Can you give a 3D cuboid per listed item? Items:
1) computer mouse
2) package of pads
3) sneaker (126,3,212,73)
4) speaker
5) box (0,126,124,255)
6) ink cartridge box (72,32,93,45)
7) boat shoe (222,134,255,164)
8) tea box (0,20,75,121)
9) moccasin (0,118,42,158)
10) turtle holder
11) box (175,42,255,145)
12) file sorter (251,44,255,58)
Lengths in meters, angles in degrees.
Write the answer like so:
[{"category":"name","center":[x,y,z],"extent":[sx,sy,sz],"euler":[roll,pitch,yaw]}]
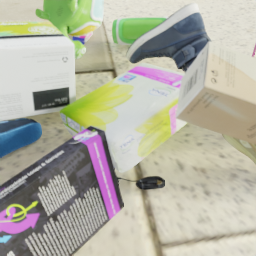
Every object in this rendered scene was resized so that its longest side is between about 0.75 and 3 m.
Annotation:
[{"category":"computer mouse","center":[-0.127,1.139,5.807],"extent":[1.798,0.306,0.527],"euler":[6,23,-1]},{"category":"package of pads","center":[0.170,-0.409,6.565],"extent":[2.823,0.963,2.181],"euler":[-35,41,-24]},{"category":"sneaker","center":[1.295,-2.159,8.725],"extent":[2.801,2.024,1.065],"euler":[-25,2,40]},{"category":"speaker","center":[0.597,-3.573,10.368],"extent":[2.265,1.002,1.002],"euler":[3,42,11]},{"category":"box","center":[-1.189,1.343,4.373],"extent":[0.453,1.795,2.511],"euler":[20,44,38]},{"category":"ink cartridge box","center":[-1.849,-3.651,11.197],"extent":[0.526,0.206,1.111],"euler":[10,45,11]},{"category":"boat shoe","center":[3.015,0.457,5.676],"extent":[2.344,0.737,0.855],"euler":[41,68,9]},{"category":"tea box","center":[-2.988,-1.594,7.197],"extent":[2.624,1.753,2.582],"euler":[-12,36,-26]},{"category":"moccasin","center":[-3.066,0.299,6.436],"extent":[2.094,0.843,0.714],"euler":[-15,32,-38]},{"category":"turtle holder","center":[-1.728,-3.979,9.545],"extent":[2.046,1.912,2.693],"euler":[-29,69,27]},{"category":"box","center":[2.194,-0.414,4.846],"extent":[2.440,1.159,0.949],"euler":[17,63,-6]},{"category":"file sorter","center":[5.173,-1.817,7.972],"extent":[1.917,1.730,2.758],"euler":[-20,46,-21]}]
